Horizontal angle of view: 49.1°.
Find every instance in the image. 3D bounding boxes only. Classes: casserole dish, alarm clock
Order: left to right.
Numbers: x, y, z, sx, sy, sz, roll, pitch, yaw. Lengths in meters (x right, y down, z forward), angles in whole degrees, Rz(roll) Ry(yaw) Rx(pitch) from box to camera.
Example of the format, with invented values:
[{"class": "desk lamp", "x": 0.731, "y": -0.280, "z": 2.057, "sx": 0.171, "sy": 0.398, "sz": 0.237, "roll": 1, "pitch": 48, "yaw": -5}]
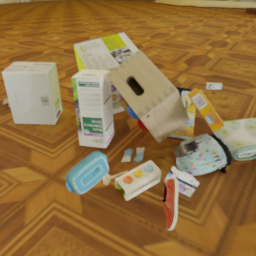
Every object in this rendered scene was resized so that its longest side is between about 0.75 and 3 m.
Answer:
[{"class": "casserole dish", "x": -1.095, "y": 1.303, "z": 7.945, "sx": 1.453, "sy": 0.880, "sz": 0.282, "roll": -38, "pitch": 37, "yaw": -25}, {"class": "alarm clock", "x": 1.829, "y": 0.712, "z": 8.996, "sx": 0.798, "sy": 0.394, "sz": 1.182, "roll": -19, "pitch": -6, "yaw": -20}]

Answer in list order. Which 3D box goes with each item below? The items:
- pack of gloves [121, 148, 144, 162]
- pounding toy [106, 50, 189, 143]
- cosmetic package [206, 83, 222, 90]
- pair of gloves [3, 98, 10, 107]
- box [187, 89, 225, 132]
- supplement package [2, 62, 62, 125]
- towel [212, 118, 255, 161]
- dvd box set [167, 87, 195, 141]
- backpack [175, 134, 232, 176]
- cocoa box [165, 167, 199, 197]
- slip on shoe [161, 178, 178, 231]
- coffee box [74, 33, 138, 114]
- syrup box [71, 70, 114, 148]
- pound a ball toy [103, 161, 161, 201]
[{"class": "pack of gloves", "x": 0.209, "y": 1.094, "z": 10.799, "sx": 0.777, "sy": 0.182, "sz": 0.924, "roll": -4, "pitch": 28, "yaw": 13}, {"class": "pounding toy", "x": 0.454, "y": -1.047, "z": 10.627, "sx": 2.122, "sy": 2.748, "sz": 2.985, "roll": -38, "pitch": 59, "yaw": 3}, {"class": "cosmetic package", "x": 4.903, "y": -2.375, "z": 15.965, "sx": 0.822, "sy": 0.339, "sz": 0.208, "roll": 2, "pitch": 35, "yaw": 5}, {"class": "pair of gloves", "x": -5.320, "y": -1.688, "z": 14.831, "sx": 2.065, "sy": 0.426, "sz": 2.429, "roll": -4, "pitch": 31, "yaw": 0}, {"class": "box", "x": 2.638, "y": -0.694, "z": 9.799, "sx": 0.474, "sy": 1.361, "sz": 2.286, "roll": -35, "pitch": 2, "yaw": 11}, {"class": "supplement package", "x": -4.223, "y": -1.567, "z": 12.690, "sx": 1.943, "sy": 2.495, "sz": 1.383, "roll": 2, "pitch": 33, "yaw": 3}, {"class": "towel", "x": 4.984, "y": 0.395, "z": 11.446, "sx": 2.539, "sy": 0.611, "sz": 2.173, "roll": -6, "pitch": 30, "yaw": -9}, {"class": "dvd box set", "x": 1.967, "y": -0.627, "z": 11.717, "sx": 1.636, "sy": 0.329, "sz": 2.235, "roll": 9, "pitch": 76, "yaw": 2}, {"class": "backpack", "x": 2.582, "y": 0.965, "z": 10.015, "sx": 1.835, "sy": 1.161, "sz": 1.531, "roll": -14, "pitch": 38, "yaw": -16}, {"class": "cocoa box", "x": 1.656, "y": 1.668, "z": 8.690, "sx": 0.818, "sy": 0.536, "sz": 0.545, "roll": 28, "pitch": 9, "yaw": -19}, {"class": "slip on shoe", "x": 1.149, "y": 2.161, "z": 7.953, "sx": 0.449, "sy": 1.466, "sz": 0.543, "roll": 2, "pitch": 0, "yaw": -6}, {"class": "coffee box", "x": -0.837, "y": -2.470, "z": 13.124, "sx": 2.578, "sy": 2.603, "sz": 2.607, "roll": -18, "pitch": 49, "yaw": -12}, {"class": "syrup box", "x": -1.316, "y": -0.723, "z": 10.956, "sx": 1.142, "sy": 2.900, "sz": 1.181, "roll": 5, "pitch": 28, "yaw": 12}, {"class": "pound a ball toy", "x": 0.112, "y": 1.594, "z": 9.271, "sx": 1.665, "sy": 0.707, "sz": 1.085, "roll": -24, "pitch": 48, "yaw": -25}]
